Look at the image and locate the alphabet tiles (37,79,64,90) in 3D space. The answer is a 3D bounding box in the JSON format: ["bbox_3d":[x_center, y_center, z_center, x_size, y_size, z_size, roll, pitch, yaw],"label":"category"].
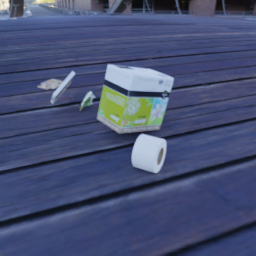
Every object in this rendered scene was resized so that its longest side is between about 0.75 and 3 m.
[{"bbox_3d":[-4.247,-2.410,15.500,1.200,0.054,1.436,16,31,27],"label":"alphabet tiles"}]

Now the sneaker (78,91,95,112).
[{"bbox_3d":[-1.811,-1.126,12.473,1.081,0.479,0.416,-59,20,-18],"label":"sneaker"}]

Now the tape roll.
[{"bbox_3d":[0.645,0.772,8.447,0.716,1.043,1.043,13,30,24],"label":"tape roll"}]

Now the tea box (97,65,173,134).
[{"bbox_3d":[0.256,-1.056,10.275,2.138,2.104,1.429,-6,28,-42],"label":"tea box"}]

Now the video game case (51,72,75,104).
[{"bbox_3d":[-2.862,-1.704,12.156,1.292,0.158,1.807,-54,12,-15],"label":"video game case"}]
